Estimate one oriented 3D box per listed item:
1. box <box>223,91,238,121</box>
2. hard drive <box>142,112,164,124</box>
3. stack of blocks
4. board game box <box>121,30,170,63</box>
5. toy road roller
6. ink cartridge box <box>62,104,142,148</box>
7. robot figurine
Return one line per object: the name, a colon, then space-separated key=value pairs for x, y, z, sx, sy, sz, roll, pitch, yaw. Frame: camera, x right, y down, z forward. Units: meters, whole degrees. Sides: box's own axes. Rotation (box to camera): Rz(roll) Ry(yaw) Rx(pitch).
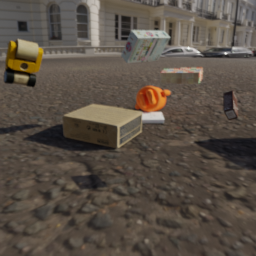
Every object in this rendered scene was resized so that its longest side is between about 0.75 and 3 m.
box: x=3.031 y=-0.668 z=8.286 sx=0.315 sy=0.421 sz=0.840 roll=-18 pitch=37 yaw=30
hard drive: x=0.791 y=-0.540 z=14.756 sx=2.057 sy=0.274 sz=1.357 roll=1 pitch=19 yaw=0
stack of blocks: x=2.640 y=-2.592 z=13.838 sx=1.882 sy=0.551 sz=1.084 roll=5 pitch=26 yaw=21
board game box: x=0.764 y=-3.586 z=12.363 sx=1.821 sy=1.344 sz=0.585 roll=-14 pitch=59 yaw=-35
toy road roller: x=-3.864 y=-2.376 z=10.031 sx=1.067 sy=1.736 sz=1.267 roll=4 pitch=33 yaw=-37
ink cartridge box: x=-1.092 y=-0.170 z=12.496 sx=2.828 sy=1.062 sz=2.329 roll=10 pitch=21 yaw=27
robot figurine: x=1.299 y=-1.615 z=15.769 sx=1.436 sy=1.772 sz=2.463 roll=34 pitch=15 yaw=15
